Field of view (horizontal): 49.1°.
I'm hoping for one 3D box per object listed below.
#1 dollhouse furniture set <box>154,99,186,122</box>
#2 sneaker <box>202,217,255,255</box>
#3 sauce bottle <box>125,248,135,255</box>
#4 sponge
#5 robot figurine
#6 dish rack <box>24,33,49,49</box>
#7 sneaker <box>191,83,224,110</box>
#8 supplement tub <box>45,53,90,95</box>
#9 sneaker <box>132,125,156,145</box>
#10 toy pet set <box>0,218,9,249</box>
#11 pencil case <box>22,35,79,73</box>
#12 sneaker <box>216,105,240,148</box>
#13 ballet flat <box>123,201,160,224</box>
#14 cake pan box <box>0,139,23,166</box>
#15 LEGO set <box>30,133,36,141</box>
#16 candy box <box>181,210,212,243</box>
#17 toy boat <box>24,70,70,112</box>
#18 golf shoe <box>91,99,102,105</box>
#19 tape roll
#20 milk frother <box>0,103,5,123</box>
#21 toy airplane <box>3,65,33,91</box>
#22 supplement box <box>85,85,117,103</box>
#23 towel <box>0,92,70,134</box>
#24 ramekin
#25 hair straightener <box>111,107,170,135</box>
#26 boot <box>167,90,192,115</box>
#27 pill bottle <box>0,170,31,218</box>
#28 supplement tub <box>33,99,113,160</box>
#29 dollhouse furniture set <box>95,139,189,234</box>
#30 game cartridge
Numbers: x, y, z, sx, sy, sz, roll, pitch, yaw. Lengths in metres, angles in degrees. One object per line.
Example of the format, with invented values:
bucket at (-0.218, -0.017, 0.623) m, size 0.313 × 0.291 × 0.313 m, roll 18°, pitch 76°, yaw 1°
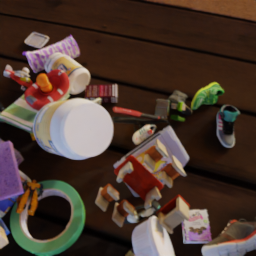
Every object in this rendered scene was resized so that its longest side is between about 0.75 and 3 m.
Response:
dollhouse furniture set at (1.841, -0.771, 12.259) m, size 1.223 × 0.614 × 0.801 m, roll 10°, pitch 90°, yaw 36°
sneaker at (3.581, 3.720, 9.512) m, size 2.525 × 0.973 × 1.034 m, roll -12°, pitch 33°, yaw -9°
sauce bottle at (0.136, 4.238, 9.346) m, size 0.319 × 0.319 × 0.987 m, roll 38°, pitch 67°, yaw 21°
sponge at (-4.325, 1.489, 9.534) m, size 1.080 × 0.289 × 1.936 m, roll -19°, pitch 68°, yaw -8°
robot figurine at (-3.455, 2.395, 9.765) m, size 0.862 × 0.346 × 1.189 m, roll 23°, pitch 71°, yaw -31°
dish rack at (-4.836, -4.606, 14.892) m, size 1.070 × 0.233 × 0.919 m, roll 22°, pitch 62°, yaw 13°
sneaker at (3.582, -1.383, 12.613) m, size 1.899 × 0.703 × 0.793 m, roll -35°, pitch 60°, yaw -20°
supplement tub at (-2.826, -2.534, 12.953) m, size 1.837 × 1.329 × 1.329 m, roll 38°, pitch 65°, yaw 21°
sneaker at (0.640, 0.226, 10.885) m, size 1.151 × 0.538 × 0.405 m, roll -40°, pitch 102°, yaw -33°
toy pet set at (-4.848, 3.496, 8.609) m, size 1.901 × 2.036 × 1.081 m, roll -34°, pitch 39°, yaw -19°
pencil case at (-3.677, -3.645, 13.752) m, size 2.622 × 1.100 × 1.121 m, roll -27°, pitch 95°, yaw -17°
sneaker at (4.180, -0.201, 11.621) m, size 0.785 × 1.134 × 1.878 m, roll 1°, pitch 58°, yaw 1°
ballet flat at (0.387, 2.908, 9.523) m, size 1.479 × 0.506 × 0.503 m, roll -28°, pitch 91°, yaw 9°
cake pan box at (-5.913, 1.336, 10.954) m, size 2.604 × 0.681 × 2.398 m, roll 29°, pitch 61°, yaw 17°
LEGO set at (-3.863, -0.099, 11.797) m, size 0.682 × 0.734 × 1.789 m, roll -9°, pitch 59°, yaw -5°
candy box at (2.358, 3.444, 9.801) m, size 0.899 × 0.383 × 1.071 m, roll -1°, pitch 58°, yaw -1°
toy boat at (-3.332, -1.694, 11.410) m, size 1.294 × 1.296 × 1.983 m, roll 37°, pitch 67°, yaw 19°
golf shoe at (-1.648, -1.028, 12.069) m, size 0.597 × 0.481 × 1.228 m, roll 34°, pitch 44°, yaw 15°
tape roll at (-2.796, 3.116, 9.858) m, size 2.496 × 0.600 × 2.496 m, roll -1°, pitch 57°, yaw 1°
milk frother at (-5.705, -0.632, 12.129) m, size 0.804 × 0.726 × 0.757 m, roll -33°, pitch 63°, yaw -22°
toy airplane at (-4.998, -2.421, 12.847) m, size 1.324 × 1.318 × 0.934 m, roll 35°, pitch 79°, yaw 16°
supplement box at (-1.230, -1.560, 12.867) m, size 1.451 × 0.442 × 0.790 m, roll -1°, pitch 56°, yaw -1°
towel at (-3.980, -0.965, 11.955) m, size 1.984 × 0.304 × 2.601 m, roll 19°, pitch 50°, yaw 20°
ramekin at (0.779, 3.778, 8.884) m, size 0.808 × 1.736 × 1.736 m, roll -25°, pitch 58°, yaw 14°
hair straightener at (0.526, -0.197, 11.776) m, size 2.577 × 0.992 × 0.527 m, roll 7°, pitch 28°, yaw -15°
boot at (2.476, -1.202, 12.678) m, size 1.329 × 0.450 × 0.868 m, roll 35°, pitch 60°, yaw 18°
pill bottle at (-4.587, 2.409, 9.929) m, size 1.189 × 1.189 × 2.123 m, roll 28°, pitch 66°, yaw 16°
supplement tub at (-2.056, 0.030, 10.209) m, size 2.101 × 2.101 × 2.905 m, roll -46°, pitch 25°, yaw -24°
dollhouse furniture set at (0.745, 2.072, 9.325) m, size 2.736 × 1.410 × 2.707 m, roll -43°, pitch 100°, yaw 13°
game cartridge at (0.956, 1.337, 10.442) m, size 2.577 × 0.521 × 1.718 m, roll -35°, pitch 107°, yaw -8°
